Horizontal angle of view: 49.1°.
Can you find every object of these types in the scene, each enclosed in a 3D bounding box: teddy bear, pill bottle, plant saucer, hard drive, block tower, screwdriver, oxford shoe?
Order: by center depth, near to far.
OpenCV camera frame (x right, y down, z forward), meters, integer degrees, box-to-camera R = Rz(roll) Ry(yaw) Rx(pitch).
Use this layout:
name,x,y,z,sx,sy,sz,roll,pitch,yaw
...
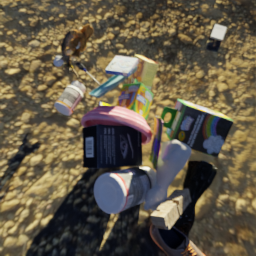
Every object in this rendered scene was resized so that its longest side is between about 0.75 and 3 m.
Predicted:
name,x,y,z,sx,sy,sz,roll,pitch,yaw
block tower,1.321,2.412,8.434,0.496,0.464,1.717,-5,13,38
oxford shoe,1.823,4.106,8.989,2.844,1.037,1.014,39,70,18
pill bottle,0.034,1.985,9.383,1.256,2.206,1.256,1,92,37
plant saucer,-0.498,-1.631,9.888,1.888,0.179,0.660,-40,32,-18
plant saucer,-0.369,-0.101,10.164,2.616,2.616,0.663,13,72,7
teddy bear,-1.912,-3.270,10.639,0.504,1.095,1.510,28,100,31
pill bottle,-2.186,-1.142,10.672,0.723,0.723,1.242,24,64,11
screwdriver,-1.524,-2.114,10.767,1.531,0.214,0.223,39,105,29
hard drive,4.509,-4.754,13.979,0.594,0.120,0.901,21,65,10

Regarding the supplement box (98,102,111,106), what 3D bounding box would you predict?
name,x,y,z,sx,sy,sz,roll,pitch,yaw
supplement box,-0.805,-0.641,10.963,0.820,0.449,0.446,18,20,-11

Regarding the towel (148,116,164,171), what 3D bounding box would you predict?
name,x,y,z,sx,sy,sz,roll,pitch,yaw
towel,0.917,0.444,9.359,0.194,1.225,1.706,7,98,-4

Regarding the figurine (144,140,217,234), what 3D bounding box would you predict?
name,x,y,z,sx,sy,sz,roll,pitch,yaw
figurine,1.693,2.015,9.444,2.579,1.110,2.516,35,69,-32

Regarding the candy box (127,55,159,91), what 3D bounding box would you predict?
name,x,y,z,sx,sy,sz,roll,pitch,yaw
candy box,0.462,-1.838,11.368,0.541,1.955,1.128,3,25,-31

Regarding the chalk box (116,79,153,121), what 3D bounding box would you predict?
name,x,y,z,sx,sy,sz,roll,pitch,yaw
chalk box,0.275,-1.068,10.302,0.914,0.921,1.475,1,68,41

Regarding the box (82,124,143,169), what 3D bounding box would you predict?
name,x,y,z,sx,sy,sz,roll,pitch,yaw
box,-0.524,0.666,9.767,1.948,1.016,1.442,4,81,-38

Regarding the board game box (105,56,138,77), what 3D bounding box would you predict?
name,x,y,z,sx,sy,sz,roll,pitch,yaw
board game box,-0.216,-2.174,9.859,0.887,0.192,0.883,13,52,23

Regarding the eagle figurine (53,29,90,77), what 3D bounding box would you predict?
name,x,y,z,sx,sy,sz,roll,pitch,yaw
eagle figurine,-2.323,-3.169,11.808,1.224,1.613,1.217,27,50,-6

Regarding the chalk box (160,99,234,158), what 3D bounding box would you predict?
name,x,y,z,sx,sy,sz,roll,pitch,yaw
chalk box,2.244,-0.109,10.142,2.337,1.448,1.459,19,102,-5
